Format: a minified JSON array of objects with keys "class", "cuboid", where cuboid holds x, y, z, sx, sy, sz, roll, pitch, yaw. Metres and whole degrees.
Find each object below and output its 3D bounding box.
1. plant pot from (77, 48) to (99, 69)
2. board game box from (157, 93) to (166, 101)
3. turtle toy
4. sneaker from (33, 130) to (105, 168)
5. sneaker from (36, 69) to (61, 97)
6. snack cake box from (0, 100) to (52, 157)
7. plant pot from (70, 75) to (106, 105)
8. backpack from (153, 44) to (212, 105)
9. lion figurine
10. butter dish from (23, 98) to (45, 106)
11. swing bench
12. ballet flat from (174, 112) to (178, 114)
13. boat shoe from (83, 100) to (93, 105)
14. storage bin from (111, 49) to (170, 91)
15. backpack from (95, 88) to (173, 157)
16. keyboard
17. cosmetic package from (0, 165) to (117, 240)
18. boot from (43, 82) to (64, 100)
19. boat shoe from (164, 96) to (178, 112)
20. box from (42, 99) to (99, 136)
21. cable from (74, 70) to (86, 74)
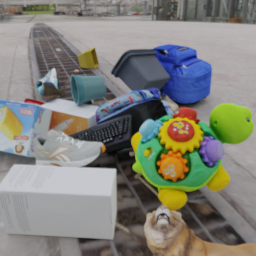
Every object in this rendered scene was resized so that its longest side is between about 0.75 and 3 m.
[{"class":"plant pot","cuboid":[-2.630,-4.461,18.203,1.015,1.151,1.151,-8,25,11]},{"class":"board game box","cuboid":[0.969,-1.157,11.746,0.175,0.840,1.242,19,8,-43]},{"class":"turtle toy","cuboid":[1.366,0.335,6.012,2.766,1.398,2.016,-20,51,-12]},{"class":"sneaker","cuboid":[-1.584,0.477,6.990,2.068,0.951,0.783,-9,15,21]},{"class":"sneaker","cuboid":[-3.987,-2.240,13.767,1.114,1.002,2.582,-10,28,-12]},{"class":"snack cake box","cuboid":[-3.761,-0.061,8.501,2.615,1.504,0.878,8,-4,17]},{"class":"plant pot","cuboid":[-1.268,-1.267,9.015,0.949,0.969,0.969,-10,28,-21]},{"class":"backpack","cuboid":[2.188,-2.344,12.458,2.328,2.404,2.865,-30,42,-33]},{"class":"lion figurine","cuboid":[1.628,2.317,4.797,2.850,1.033,1.745,16,20,1]},{"class":"butter dish","cuboid":[-3.311,-0.584,9.653,0.753,0.751,0.556,14,5,-10]},{"class":"swing bench","cuboid":[1.016,0.972,7.069,1.389,0.901,1.381,-26,36,-21]},{"class":"ballet flat","cuboid":[1.712,-0.237,9.751,0.328,0.944,0.328,3,50,-4]},{"class":"boat shoe","cuboid":[-1.924,-1.460,11.920,0.467,0.545,1.491,-25,49,-8]},{"class":"storage bin","cuboid":[0.545,-2.045,10.982,2.077,1.511,1.395,-18,66,-49]},{"class":"backpack","cuboid":[0.419,-0.268,8.611,2.085,1.536,2.284,-22,-2,36]},{"class":"keyboard","cuboid":[-1.041,0.591,7.438,2.569,0.265,1.633,-20,49,26]},{"class":"cosmetic package","cuboid":[-1.387,1.538,5.852,2.255,1.213,0.957,3,27,2]},{"class":"boot","cuboid":[-2.543,-1.344,9.623,0.443,0.575,1.187,-4,15,13]},{"class":"boat shoe","cuboid":[1.481,-1.105,11.884,0.542,0.602,1.668,-14,34,-24]},{"class":"box","cuboid":[-1.824,-0.118,9.165,1.951,1.214,0.951,12,28,24]},{"class":"cable","cuboid":[-2.914,-3.411,16.993,0.762,0.192,0.370,1,26,3]}]
